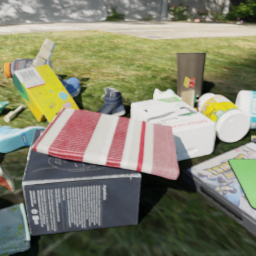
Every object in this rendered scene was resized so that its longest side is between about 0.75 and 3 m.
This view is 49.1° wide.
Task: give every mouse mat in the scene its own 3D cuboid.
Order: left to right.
[{"bbox_3d":[3.497,1.326,6.822,1.664,0.078,2.068,1,27,3],"label":"mouse mat"}]

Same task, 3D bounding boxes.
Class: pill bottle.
[{"bbox_3d":[-5.421,-3.129,15.254,2.378,1.263,1.263,0,26,-2],"label":"pill bottle"},{"bbox_3d":[3.234,-0.460,9.897,1.163,1.163,2.062,-4,28,-9],"label":"pill bottle"},{"bbox_3d":[5.144,-0.540,9.944,2.459,1.362,1.362,8,27,13],"label":"pill bottle"}]

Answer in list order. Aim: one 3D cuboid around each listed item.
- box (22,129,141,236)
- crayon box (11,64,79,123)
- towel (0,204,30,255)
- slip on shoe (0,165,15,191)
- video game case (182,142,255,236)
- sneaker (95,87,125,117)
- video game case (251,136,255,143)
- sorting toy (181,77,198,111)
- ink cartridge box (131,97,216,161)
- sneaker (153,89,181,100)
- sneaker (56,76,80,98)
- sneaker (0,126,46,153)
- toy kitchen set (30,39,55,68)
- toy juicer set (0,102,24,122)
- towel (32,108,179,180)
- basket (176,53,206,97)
[{"bbox_3d":[-1.063,1.066,6.550,2.262,1.426,2.301,-4,26,-10],"label":"box"},{"bbox_3d":[-3.289,-1.285,11.221,1.585,0.634,2.496,-27,77,-44],"label":"crayon box"},{"bbox_3d":[-2.624,2.129,5.748,1.076,0.303,1.257,-10,28,-22],"label":"towel"},{"bbox_3d":[-2.741,1.124,6.145,0.277,0.905,0.335,-23,53,-11],"label":"slip on shoe"},{"bbox_3d":[3.335,1.402,7.167,2.887,0.368,2.609,-15,31,-28],"label":"video game case"},{"bbox_3d":[-0.924,-0.873,10.722,1.682,1.215,0.639,-26,38,-28],"label":"sneaker"},{"bbox_3d":[4.469,0.476,8.805,1.102,0.141,0.996,16,8,22],"label":"video game case"},{"bbox_3d":[2.288,-0.946,10.395,0.324,1.918,0.925,4,1,-13],"label":"sorting toy"},{"bbox_3d":[1.384,-0.045,9.232,1.838,1.061,2.516,-11,28,-18],"label":"ink cartridge box"},{"bbox_3d":[1.898,-1.250,11.996,1.791,0.792,0.674,13,29,25],"label":"sneaker"},{"bbox_3d":[-3.141,-1.923,12.895,1.066,1.210,2.714,12,28,22],"label":"sneaker"},{"bbox_3d":[-3.593,0.190,9.270,1.665,0.662,1.087,-15,29,-34],"label":"sneaker"},{"bbox_3d":[-3.943,-3.194,13.339,0.912,1.549,1.241,29,38,-25],"label":"toy kitchen set"},{"bbox_3d":[-5.431,-0.665,10.967,2.448,0.666,1.558,-6,27,-13],"label":"toy juicer set"},{"bbox_3d":[-0.367,0.278,6.374,2.920,0.332,2.103,10,26,1],"label":"towel"},{"bbox_3d":[2.865,-2.467,12.944,1.341,1.971,1.777,1,16,6],"label":"basket"}]
